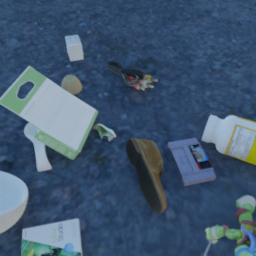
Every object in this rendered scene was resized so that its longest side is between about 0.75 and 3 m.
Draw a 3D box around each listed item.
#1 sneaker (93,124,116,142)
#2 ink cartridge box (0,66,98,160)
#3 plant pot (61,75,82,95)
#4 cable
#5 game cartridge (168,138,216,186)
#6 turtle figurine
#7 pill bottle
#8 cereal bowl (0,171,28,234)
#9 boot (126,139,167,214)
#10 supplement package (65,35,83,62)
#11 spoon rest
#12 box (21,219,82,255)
[{"bbox_3d":[-0.928,0.187,10.198,0.990,0.381,0.439,24,62,25],"label":"sneaker"},{"bbox_3d":[-2.636,-0.525,9.558,2.920,0.700,2.125,32,44,-14],"label":"ink cartridge box"},{"bbox_3d":[-2.457,-1.912,11.990,0.890,0.597,0.890,0,47,-1],"label":"plant pot"},{"bbox_3d":[-0.112,-2.263,12.380,2.702,0.680,1.312,24,44,35],"label":"cable"},{"bbox_3d":[2.107,1.077,9.384,1.104,0.327,1.704,-13,48,-5],"label":"game cartridge"},{"bbox_3d":[2.916,2.986,7.162,1.710,2.376,2.304,6,22,35],"label":"turtle figurine"},{"bbox_3d":[3.853,0.399,9.302,2.569,1.339,1.339,20,50,17],"label":"pill bottle"},{"bbox_3d":[-4.117,2.126,7.460,2.650,1.104,2.650,12,15,-3],"label":"cereal bowl"},{"bbox_3d":[0.788,1.361,8.711,0.982,0.958,2.603,-1,50,-24],"label":"boot"},{"bbox_3d":[-2.628,-3.890,13.664,0.666,0.866,0.905,-13,48,-12],"label":"supplement package"},{"bbox_3d":[-3.025,0.405,9.747,1.122,0.685,2.259,-12,49,-11],"label":"spoon rest"},{"bbox_3d":[-2.033,3.114,7.460,1.543,0.280,1.114,-10,47,-8],"label":"box"}]
